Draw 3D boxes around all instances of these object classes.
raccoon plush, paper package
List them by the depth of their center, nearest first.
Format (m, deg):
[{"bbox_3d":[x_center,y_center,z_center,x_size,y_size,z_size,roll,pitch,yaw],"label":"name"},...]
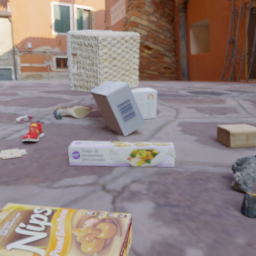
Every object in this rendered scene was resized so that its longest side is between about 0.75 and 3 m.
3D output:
[{"bbox_3d":[2.632,0.846,5.933,0.572,1.183,0.793,32,18,6],"label":"raccoon plush"},{"bbox_3d":[3.715,0.254,9.486,1.131,0.585,1.078,-3,13,-8],"label":"paper package"}]

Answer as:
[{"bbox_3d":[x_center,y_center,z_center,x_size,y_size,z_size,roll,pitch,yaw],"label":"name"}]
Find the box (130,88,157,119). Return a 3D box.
[{"bbox_3d":[0.189,-1.188,13.886,2.245,1.396,1.094,-4,18,-16],"label":"box"}]

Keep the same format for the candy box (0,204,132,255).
[{"bbox_3d":[-0.988,1.561,3.693,1.942,0.537,1.121,3,14,9],"label":"candy box"}]

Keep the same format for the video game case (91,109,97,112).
[{"bbox_3d":[-2.424,-1.001,16.273,0.729,0.091,1.019,8,15,36],"label":"video game case"}]

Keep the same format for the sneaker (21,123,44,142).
[{"bbox_3d":[-3.403,0.141,9.933,0.551,0.608,1.432,-1,13,-2],"label":"sneaker"}]

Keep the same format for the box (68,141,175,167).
[{"bbox_3d":[-0.162,0.701,7.549,2.804,0.543,0.581,1,13,4],"label":"box"}]

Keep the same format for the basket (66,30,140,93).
[{"bbox_3d":[-1.098,-3.135,13.293,2.271,2.799,2.824,17,26,39],"label":"basket"}]

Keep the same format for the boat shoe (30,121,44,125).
[{"bbox_3d":[-4.022,-0.222,12.416,0.281,0.239,0.840,5,13,20],"label":"boat shoe"}]

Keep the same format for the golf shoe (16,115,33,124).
[{"bbox_3d":[-4.869,-0.430,13.184,0.412,0.339,0.900,3,11,26],"label":"golf shoe"}]

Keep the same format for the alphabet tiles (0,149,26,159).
[{"bbox_3d":[-3.486,0.780,8.333,0.834,0.061,0.816,-7,13,-28],"label":"alphabet tiles"}]

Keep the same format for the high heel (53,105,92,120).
[{"bbox_3d":[-2.891,-0.933,14.475,1.908,0.681,1.360,-14,22,-17],"label":"high heel"}]

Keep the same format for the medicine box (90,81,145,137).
[{"bbox_3d":[-0.455,-0.824,11.068,1.004,1.776,1.950,-31,22,-15],"label":"medicine box"}]

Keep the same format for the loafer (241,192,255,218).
[{"bbox_3d":[2.599,1.351,4.956,1.132,0.409,0.412,0,12,-3],"label":"loafer"}]
